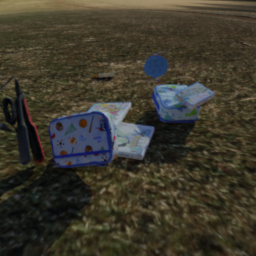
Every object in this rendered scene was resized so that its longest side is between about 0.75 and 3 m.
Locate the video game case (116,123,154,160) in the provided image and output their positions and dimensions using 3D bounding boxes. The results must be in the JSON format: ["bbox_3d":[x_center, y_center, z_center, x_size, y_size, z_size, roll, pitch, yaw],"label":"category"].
[{"bbox_3d":[-0.153,0.391,10.324,1.880,0.227,2.063,8,30,14],"label":"video game case"}]

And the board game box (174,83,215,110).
[{"bbox_3d":[2.712,-1.321,11.464,1.408,0.241,0.946,-27,52,-29],"label":"board game box"}]

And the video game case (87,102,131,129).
[{"bbox_3d":[-1.005,-0.501,11.604,1.749,0.218,2.444,0,27,16],"label":"video game case"}]

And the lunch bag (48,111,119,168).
[{"bbox_3d":[-1.332,0.405,8.620,2.144,1.718,0.810,-7,1,19],"label":"lunch bag"}]

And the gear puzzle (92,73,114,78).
[{"bbox_3d":[-1.455,-3.035,16.492,1.322,0.173,0.685,-4,32,-2],"label":"gear puzzle"}]

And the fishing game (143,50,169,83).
[{"bbox_3d":[0.932,-2.093,9.572,0.856,1.195,0.186,1,36,-7],"label":"fishing game"}]

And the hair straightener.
[{"bbox_3d":[-3.489,-0.227,8.811,0.597,2.917,1.123,-18,-8,35],"label":"hair straightener"}]

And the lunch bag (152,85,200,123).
[{"bbox_3d":[2.010,-1.085,12.161,1.772,0.909,2.205,-2,34,-7],"label":"lunch bag"}]
